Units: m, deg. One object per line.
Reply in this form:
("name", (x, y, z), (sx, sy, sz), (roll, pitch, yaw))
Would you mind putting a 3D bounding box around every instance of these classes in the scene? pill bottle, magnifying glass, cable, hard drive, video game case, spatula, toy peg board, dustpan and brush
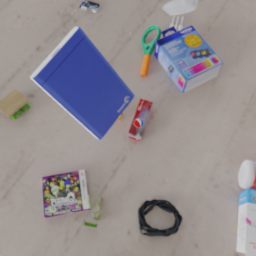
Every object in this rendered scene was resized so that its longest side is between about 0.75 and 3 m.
("pill bottle", (4.706, 1.719, 9.360), (1.739, 0.976, 0.976), (12, 66, 5))
("magnifying glass", (0.850, -3.267, 11.833), (0.959, 0.270, 2.408), (-5, 69, 43))
("cable", (1.048, 2.939, 9.195), (1.443, 0.367, 1.177), (-3, 60, 1))
("hard drive", (-1.119, -1.135, 7.933), (0.349, 2.753, 1.816), (23, 72, 49))
("video game case", (-2.122, 2.217, 9.523), (1.522, 0.272, 1.379), (-9, 66, -4))
("spatula", (2.255, -4.824, 12.855), (0.580, 0.067, 0.835), (11, 65, 11))
("toy peg board", (-4.413, -0.856, 10.888), (0.981, 0.482, 0.985), (33, 68, 31))
("dustpan and brush", (1.876, -3.761, 8.300), (1.605, 1.120, 0.459), (0, 100, 23))

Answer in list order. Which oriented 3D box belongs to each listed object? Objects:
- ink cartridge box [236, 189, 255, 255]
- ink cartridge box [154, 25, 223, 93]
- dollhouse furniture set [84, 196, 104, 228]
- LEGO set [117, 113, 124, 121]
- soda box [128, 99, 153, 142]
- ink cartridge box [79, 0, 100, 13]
("ink cartridge box", (4.218, 3.276, 8.735), (1.386, 0.817, 2.407), (12, 66, 5))
("ink cartridge box", (2.296, -2.985, 11.508), (1.821, 1.019, 2.669), (-27, 67, -12))
("dollhouse furniture set", (-1.112, 2.716, 9.172), (0.390, 0.505, 1.010), (11, 67, 5))
("LEGO set", (-1.222, -1.309, 10.734), (1.214, 0.982, 2.639), (-27, 68, -12))
("soda box", (0.460, -0.304, 10.549), (0.539, 0.488, 1.539), (17, 66, 6))
("ink cartridge box", (-1.847, -5.759, 13.212), (0.914, 0.179, 0.455), (18, 68, 9))
